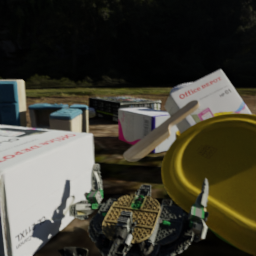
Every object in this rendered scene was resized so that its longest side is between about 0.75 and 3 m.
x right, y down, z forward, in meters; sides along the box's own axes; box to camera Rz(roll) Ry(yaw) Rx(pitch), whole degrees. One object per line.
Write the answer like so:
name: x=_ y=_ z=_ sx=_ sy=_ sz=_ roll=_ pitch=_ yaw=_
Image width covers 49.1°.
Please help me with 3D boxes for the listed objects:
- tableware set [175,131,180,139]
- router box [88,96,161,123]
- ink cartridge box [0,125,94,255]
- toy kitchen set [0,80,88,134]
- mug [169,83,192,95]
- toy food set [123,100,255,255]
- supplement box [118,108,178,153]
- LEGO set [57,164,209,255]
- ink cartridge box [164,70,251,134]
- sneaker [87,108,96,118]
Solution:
tableware set: x=2.377 y=0.116 z=7.010 sx=2.939 sy=0.451 sz=1.980 roll=-13 pitch=28 yaw=-35
router box: x=-0.223 y=-0.859 z=12.385 sx=2.083 sy=0.864 sz=2.780 roll=-7 pitch=14 yaw=-34
ink cartridge box: x=-2.013 y=0.653 z=3.945 sx=2.605 sy=1.079 sz=1.899 roll=4 pitch=12 yaw=20
toy kitchen set: x=-2.790 y=-0.503 z=8.229 sx=2.960 sy=1.744 sz=2.372 roll=0 pitch=11 yaw=4
mug: x=1.892 y=-0.743 z=8.024 sx=1.282 sy=1.080 sz=1.462 roll=4 pitch=2 yaw=18
toy food set: x=1.413 y=0.682 z=3.698 sx=1.662 sy=0.923 sz=2.825 roll=-42 pitch=37 yaw=-15
supplement box: x=0.539 y=-0.005 z=7.763 sx=0.961 sy=0.941 sz=1.860 roll=-7 pitch=13 yaw=-30
LEGO set: x=0.231 y=1.201 z=2.668 sx=1.655 sy=0.722 sz=2.548 roll=-12 pitch=27 yaw=-8
ink cartridge box: x=1.638 y=-0.125 z=5.435 sx=1.187 sy=1.642 sz=0.695 roll=-27 pitch=-16 yaw=-9
sneaker: x=-2.024 y=-0.547 z=12.211 sx=1.230 sy=0.464 sz=0.708 roll=-4 pitch=18 yaw=23
